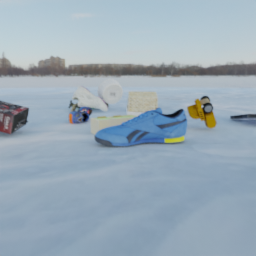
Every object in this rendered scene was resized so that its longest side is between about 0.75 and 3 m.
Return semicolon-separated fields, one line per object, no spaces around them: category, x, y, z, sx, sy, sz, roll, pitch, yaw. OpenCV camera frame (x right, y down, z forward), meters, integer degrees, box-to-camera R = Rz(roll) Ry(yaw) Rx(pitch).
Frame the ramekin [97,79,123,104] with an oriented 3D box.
ramekin;-0.815;-1.692;13.287;1.165;1.165;0.568;-5;29;-26

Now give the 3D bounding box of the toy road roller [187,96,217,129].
toy road roller;2.259;-0.439;8.654;0.737;1.009;0.620;-17;31;14

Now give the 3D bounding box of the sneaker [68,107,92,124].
sneaker;-1.640;-0.424;10.325;0.558;0.536;1.422;10;22;15

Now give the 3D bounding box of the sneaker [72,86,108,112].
sneaker;-1.767;-1.152;12.939;1.820;0.907;0.681;33;-15;14

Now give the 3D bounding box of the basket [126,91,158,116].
basket;0.607;-1.060;12.089;1.357;0.837;0.920;0;27;-1

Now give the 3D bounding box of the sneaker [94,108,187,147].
sneaker;0.323;-0.070;6.896;2.331;0.914;0.768;-4;18;-10

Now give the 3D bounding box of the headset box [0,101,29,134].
headset box;-3.659;-0.360;7.989;1.541;0.578;1.145;14;15;-3

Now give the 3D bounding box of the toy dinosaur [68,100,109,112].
toy dinosaur;-2.178;-1.210;13.982;1.309;0.705;2.970;18;21;30

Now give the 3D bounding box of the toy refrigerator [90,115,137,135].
toy refrigerator;-0.351;-0.115;8.341;1.446;0.506;0.549;-7;13;-31

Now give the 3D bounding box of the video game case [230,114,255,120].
video game case;4.562;-0.380;9.945;1.304;0.173;1.825;1;0;3
